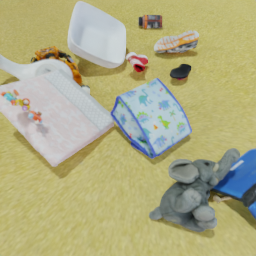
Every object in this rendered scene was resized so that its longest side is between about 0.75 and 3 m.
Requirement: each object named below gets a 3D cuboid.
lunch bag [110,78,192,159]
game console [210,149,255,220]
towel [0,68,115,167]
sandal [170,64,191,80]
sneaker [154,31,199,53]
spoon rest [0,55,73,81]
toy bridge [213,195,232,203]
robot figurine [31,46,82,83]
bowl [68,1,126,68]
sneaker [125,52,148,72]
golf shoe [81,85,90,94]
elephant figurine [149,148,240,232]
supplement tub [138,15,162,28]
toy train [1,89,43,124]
[{"bbox_3d":[0.670,-0.220,7.673,1.542,1.156,1.814,-30,72,-28],"label":"lunch bag"},{"bbox_3d":[3.180,1.494,6.572,1.943,1.150,1.658,-28,19,-27],"label":"game console"},{"bbox_3d":[-1.931,-0.482,7.602,2.567,0.414,2.452,43,45,12],"label":"towel"},{"bbox_3d":[1.932,-1.981,10.171,0.565,0.339,1.504,26,34,17],"label":"sandal"},{"bbox_3d":[1.933,-3.270,11.170,1.792,0.692,0.701,-11,56,8],"label":"sneaker"},{"bbox_3d":[-3.254,-1.892,9.370,2.902,0.880,1.442,23,77,0],"label":"spoon rest"},{"bbox_3d":[2.371,1.511,6.599,0.872,0.119,0.293,-31,52,-28],"label":"toy bridge"},{"bbox_3d":[-2.593,-2.204,10.010,1.566,0.629,2.160,-25,56,-23],"label":"robot figurine"},{"bbox_3d":[-1.212,-3.309,10.460,2.235,0.835,2.238,18,58,-28],"label":"bowl"},{"bbox_3d":[0.428,-2.259,10.088,1.230,0.482,0.711,-7,65,-52],"label":"sneaker"},{"bbox_3d":[-1.623,-0.759,8.763,0.711,0.623,1.613,42,47,1],"label":"golf shoe"},{"bbox_3d":[1.483,1.222,6.164,1.405,1.281,1.811,22,53,2],"label":"elephant figurine"},{"bbox_3d":[1.032,-4.965,13.052,1.099,0.588,0.588,2,44,0],"label":"supplement tub"},{"bbox_3d":[-2.367,-0.518,6.374,0.285,1.026,0.771,-48,47,2],"label":"toy train"}]
